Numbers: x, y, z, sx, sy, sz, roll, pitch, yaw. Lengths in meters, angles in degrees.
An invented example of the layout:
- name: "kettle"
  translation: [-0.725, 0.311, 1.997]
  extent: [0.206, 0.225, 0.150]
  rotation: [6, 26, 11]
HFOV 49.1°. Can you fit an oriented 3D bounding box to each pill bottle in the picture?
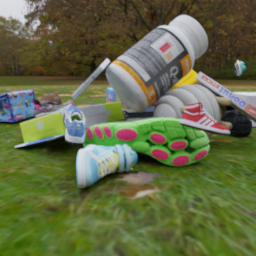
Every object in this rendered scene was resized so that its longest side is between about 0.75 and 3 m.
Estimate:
- name: "pill bottle"
  translation: [0.866, -1.886, 8.111]
  extent: [2.808, 1.634, 1.634]
  rotation: [-41, 23, -12]

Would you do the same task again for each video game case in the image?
- name: "video game case"
  translation: [-0.952, -1.300, 7.324]
  extent: [1.081, 0.139, 1.189]
  rotation: [-42, 13, 19]

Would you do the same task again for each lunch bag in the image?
- name: "lunch bag"
  translation: [-5.645, -0.783, 12.348]
  extent: [2.600, 1.223, 1.957]
  rotation: [-10, 10, 15]

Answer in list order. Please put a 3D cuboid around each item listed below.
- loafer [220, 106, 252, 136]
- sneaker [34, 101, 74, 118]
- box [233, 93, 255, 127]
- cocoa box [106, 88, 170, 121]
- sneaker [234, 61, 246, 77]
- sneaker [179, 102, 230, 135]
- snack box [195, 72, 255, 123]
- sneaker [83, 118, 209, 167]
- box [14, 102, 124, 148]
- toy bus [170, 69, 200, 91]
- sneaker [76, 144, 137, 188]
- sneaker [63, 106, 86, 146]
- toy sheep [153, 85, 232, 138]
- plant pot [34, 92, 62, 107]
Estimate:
- name: "loafer"
  translation: [3.562, -0.444, 10.169]
  extent: [0.975, 1.008, 2.871]
  rotation: [-2, 11, -6]
- name: "sneaker"
  translation: [-2.347, -0.622, 8.760]
  extent: [1.325, 0.495, 0.534]
  rotation: [-16, 2, 7]
- name: "box"
  translation: [5.663, -0.783, 11.318]
  extent: [2.532, 1.234, 1.575]
  rotation: [-1, 11, -2]
- name: "cocoa box"
  translation: [0.363, -0.835, 10.980]
  extent: [2.230, 1.463, 1.487]
  rotation: [-3, 12, -16]
- name: "sneaker"
  translation: [4.001, -2.122, 9.942]
  extent: [0.376, 0.366, 0.945]
  rotation: [16, 42, 8]
- name: "sneaker"
  translation: [1.554, -0.200, 5.514]
  extent: [0.966, 0.543, 0.344]
  rotation: [16, -5, 14]
- name: "snack box"
  translation: [2.833, -0.832, 7.844]
  extent: [2.090, 0.254, 0.751]
  rotation: [40, 8, 20]
- name: "sneaker"
  translation: [0.422, 0.206, 6.667]
  extent: [2.944, 1.130, 1.233]
  rotation: [5, 13, 11]
- name: "box"
  translation: [-1.700, -0.138, 8.405]
  extent: [1.820, 0.711, 2.985]
  rotation: [-13, 2, 35]
- name: "toy bus"
  translation: [2.371, -1.407, 12.564]
  extent: [2.684, 2.796, 1.897]
  rotation: [38, 63, 26]
- name: "sneaker"
  translation: [-0.373, 0.675, 5.435]
  extent: [1.092, 0.666, 1.673]
  rotation: [-1, 12, 3]
- name: "sneaker"
  translation: [-1.196, -0.191, 6.525]
  extent: [0.555, 0.565, 1.467]
  rotation: [7, 28, -21]
- name: "toy sheep"
  translation: [1.644, -0.323, 7.782]
  extent: [2.743, 1.891, 1.891]
  rotation: [-11, 15, -29]
- name: "plant pot"
  translation: [-3.998, -1.099, 13.686]
  extent: [1.101, 1.101, 1.090]
  rotation: [9, 22, 39]
